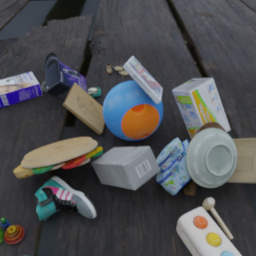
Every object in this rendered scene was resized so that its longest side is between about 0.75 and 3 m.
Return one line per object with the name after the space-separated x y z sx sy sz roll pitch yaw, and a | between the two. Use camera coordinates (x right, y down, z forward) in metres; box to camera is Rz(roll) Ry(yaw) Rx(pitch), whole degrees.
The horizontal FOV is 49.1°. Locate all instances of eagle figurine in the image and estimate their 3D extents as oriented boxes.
-3.926 -2.750 14.793 1.522 1.514 2.006 -40 60 16 | eagle figurine

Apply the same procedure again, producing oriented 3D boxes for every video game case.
0.623 -1.883 10.718 1.822 0.230 2.000 46 20 -10 | video game case

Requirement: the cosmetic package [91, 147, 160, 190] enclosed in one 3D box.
-0.157 1.334 9.663 1.244 1.050 2.329 -33 16 -32 | cosmetic package

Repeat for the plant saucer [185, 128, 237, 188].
2.787 0.990 8.932 1.945 1.945 0.488 -16 7 -17 | plant saucer

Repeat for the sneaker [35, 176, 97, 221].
-2.247 2.566 9.185 2.337 0.977 1.411 22 41 33 | sneaker

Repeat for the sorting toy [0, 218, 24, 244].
-3.937 3.257 8.797 1.275 0.523 0.766 -5 43 -5 | sorting toy

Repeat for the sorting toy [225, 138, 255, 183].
3.400 1.246 10.537 2.964 0.397 2.208 -5 32 32 | sorting toy

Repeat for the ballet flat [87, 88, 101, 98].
-2.122 -1.716 14.217 1.584 0.558 0.533 -21 52 -21 | ballet flat

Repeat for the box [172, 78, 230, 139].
2.991 -0.711 11.472 1.198 2.364 1.330 -30 18 -15 | box

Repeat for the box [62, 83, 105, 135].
-1.830 -0.853 12.420 0.222 2.086 1.705 -35 27 28 | box

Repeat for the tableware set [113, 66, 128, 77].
-0.397 -3.247 16.192 0.627 0.190 0.949 -19 50 -36 | tableware set

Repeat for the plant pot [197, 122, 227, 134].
3.250 0.505 10.124 1.118 1.118 1.196 -11 25 -12 | plant pot

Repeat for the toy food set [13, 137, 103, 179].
-2.433 1.015 10.094 2.842 0.698 2.871 -7 11 34 | toy food set

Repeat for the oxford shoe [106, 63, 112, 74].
-1.130 -3.455 16.311 0.297 0.316 0.844 -8 43 -9 | oxford shoe

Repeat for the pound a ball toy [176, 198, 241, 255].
2.624 3.241 8.434 1.604 1.045 2.459 -18 46 -19 | pound a ball toy

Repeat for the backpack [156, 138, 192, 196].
1.687 1.295 9.828 1.316 1.790 1.638 36 12 1 | backpack

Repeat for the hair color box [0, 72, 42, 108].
-5.861 -1.930 14.296 2.486 0.806 1.359 -23 48 -21 | hair color box

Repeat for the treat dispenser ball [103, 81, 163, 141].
0.192 -0.700 11.723 2.505 2.505 2.505 0 42 0 | treat dispenser ball

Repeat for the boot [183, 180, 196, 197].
2.320 1.928 10.354 0.479 0.467 1.269 3 43 20 | boot

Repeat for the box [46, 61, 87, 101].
-2.898 -2.046 13.231 0.945 1.812 1.341 -28 56 28 | box
